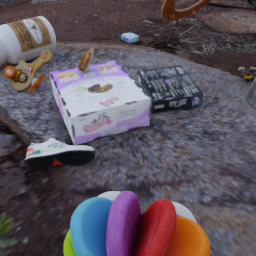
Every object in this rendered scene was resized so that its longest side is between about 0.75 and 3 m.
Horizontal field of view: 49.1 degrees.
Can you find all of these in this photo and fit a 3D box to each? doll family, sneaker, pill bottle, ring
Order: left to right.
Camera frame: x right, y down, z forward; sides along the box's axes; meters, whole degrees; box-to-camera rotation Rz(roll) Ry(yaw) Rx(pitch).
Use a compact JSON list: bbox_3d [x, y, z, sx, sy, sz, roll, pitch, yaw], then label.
[{"bbox_3d":[-4.655,-3.627,11.884,2.810,1.607,1.607,-30,47,-32],"label":"pill bottle"},{"bbox_3d":[-1.782,0.558,7.379,1.801,0.634,0.842,-8,44,-5],"label":"sneaker"},{"bbox_3d":[2.169,-4.188,8.736,2.496,2.496,0.239,-24,80,-28],"label":"ring"},{"bbox_3d":[4.857,-2.012,10.784,1.227,0.481,0.709,-5,34,-11],"label":"doll family"}]

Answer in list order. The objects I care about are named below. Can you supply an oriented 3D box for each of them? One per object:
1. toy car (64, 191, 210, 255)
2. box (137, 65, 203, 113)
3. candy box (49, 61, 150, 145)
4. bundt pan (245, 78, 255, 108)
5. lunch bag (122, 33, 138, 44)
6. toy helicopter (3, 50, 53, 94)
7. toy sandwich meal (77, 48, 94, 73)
[{"bbox_3d":[0.098,1.913,4.670,2.512,1.884,2.198,8,40,11],"label":"toy car"},{"bbox_3d":[1.406,-1.462,9.951,1.731,0.470,2.161,-10,40,-8],"label":"box"},{"bbox_3d":[-0.985,-0.965,8.985,2.422,1.033,2.887,-14,40,-17],"label":"candy box"},{"bbox_3d":[5.203,-1.257,9.564,2.118,0.795,2.118,0,39,0],"label":"bundt pan"},{"bbox_3d":[0.087,-4.503,14.032,0.626,0.321,0.779,-28,46,-33],"label":"lunch bag"},{"bbox_3d":[-3.462,-2.063,10.218,1.896,0.748,1.254,-41,77,1],"label":"toy helicopter"},{"bbox_3d":[-1.400,-2.199,9.034,0.328,0.959,0.959,20,33,-21],"label":"toy sandwich meal"}]
